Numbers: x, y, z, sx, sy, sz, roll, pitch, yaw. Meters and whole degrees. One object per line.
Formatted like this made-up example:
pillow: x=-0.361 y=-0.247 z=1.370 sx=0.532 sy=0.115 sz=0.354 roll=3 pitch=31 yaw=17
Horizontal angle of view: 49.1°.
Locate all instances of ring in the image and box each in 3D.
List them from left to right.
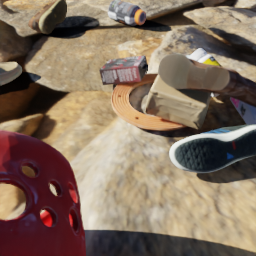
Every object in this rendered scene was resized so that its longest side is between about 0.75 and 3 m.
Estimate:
ring: x=0.949 y=-0.868 z=8.903 sx=2.973 sy=0.285 sz=2.973 roll=1 pitch=41 yaw=0

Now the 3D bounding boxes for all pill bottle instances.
pill bottle: x=-0.019 y=-5.551 z=13.604 sx=1.811 sy=0.962 sz=0.962 roll=30 pitch=50 yaw=29
pill bottle: x=2.624 y=-1.808 z=9.113 sx=0.854 sy=0.854 sz=1.495 roll=-32 pitch=77 yaw=-31

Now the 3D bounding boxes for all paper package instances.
paper package: x=1.533 y=-0.980 z=8.077 sx=1.636 sy=0.888 sz=1.716 roll=18 pitch=45 yaw=9

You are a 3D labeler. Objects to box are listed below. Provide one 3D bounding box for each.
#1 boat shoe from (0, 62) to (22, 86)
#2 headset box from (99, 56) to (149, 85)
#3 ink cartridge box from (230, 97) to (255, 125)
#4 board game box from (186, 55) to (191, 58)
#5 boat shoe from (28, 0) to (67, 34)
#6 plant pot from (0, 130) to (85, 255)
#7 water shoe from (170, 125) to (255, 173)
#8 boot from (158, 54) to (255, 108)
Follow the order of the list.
boat shoe: x=-5.036 y=-1.911 z=9.610 sx=2.621 sy=0.851 sz=0.946 roll=-18 pitch=45 yaw=-19
headset box: x=-0.048 y=-1.979 z=9.539 sx=1.518 sy=0.569 sz=1.128 roll=-1 pitch=31 yaw=20
ink cartridge box: x=4.266 y=-0.296 z=8.020 sx=1.654 sy=0.582 sz=2.772 roll=-6 pitch=39 yaw=-4
board game box: x=2.318 y=-2.135 z=10.193 sx=0.977 sy=0.426 sz=1.324 roll=-14 pitch=43 yaw=-14
boat shoe: x=-3.810 y=-5.497 z=13.500 sx=0.959 sy=1.022 sz=2.838 roll=11 pitch=46 yaw=9
plant pot: x=-1.977 y=1.944 z=3.796 sx=2.942 sy=2.942 sz=2.679 roll=-11 pitch=47 yaw=-12
water shoe: x=2.208 y=0.502 z=7.065 sx=2.562 sy=0.916 sz=1.011 roll=-9 pitch=6 yaw=-9
boot: x=2.476 y=-1.199 z=7.669 sx=2.679 sy=0.861 sz=2.497 roll=5 pitch=18 yaw=-39
